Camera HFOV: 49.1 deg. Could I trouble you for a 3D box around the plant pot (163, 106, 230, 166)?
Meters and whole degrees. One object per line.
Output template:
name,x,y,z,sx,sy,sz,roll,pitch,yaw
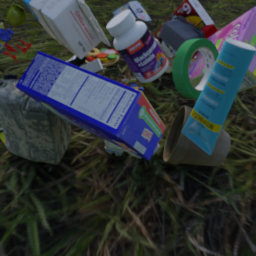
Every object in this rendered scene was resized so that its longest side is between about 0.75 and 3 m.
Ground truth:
plant pot,2.250,0.450,9.070,1.685,1.942,1.942,19,37,-3

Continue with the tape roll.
tape roll,1.738,-1.472,7.034,1.466,1.466,0.352,-26,25,-31

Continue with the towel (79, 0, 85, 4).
towel,-1.761,-4.475,10.590,0.266,1.651,1.577,-8,68,-2

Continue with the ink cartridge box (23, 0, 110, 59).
ink cartridge box,-2.049,-3.457,9.220,1.008,1.724,2.973,-45,52,-6

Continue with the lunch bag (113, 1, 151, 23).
lunch bag,0.157,-4.520,11.512,1.259,0.801,1.068,-31,84,-5

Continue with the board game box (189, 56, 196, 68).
board game box,4.086,-3.948,15.833,2.064,0.585,1.706,-25,45,-30

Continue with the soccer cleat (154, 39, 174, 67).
soccer cleat,1.484,-3.119,11.433,1.798,0.623,0.697,27,39,-31

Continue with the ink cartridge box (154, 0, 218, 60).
ink cartridge box,2.138,-3.460,10.310,0.766,1.827,1.604,-26,80,-46

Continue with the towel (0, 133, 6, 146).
towel,-4.499,0.384,10.392,0.387,0.081,0.898,-24,42,-30

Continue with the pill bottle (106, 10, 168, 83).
pill bottle,0.256,-2.322,8.035,1.067,1.916,1.067,-28,34,21

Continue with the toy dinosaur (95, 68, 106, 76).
toy dinosaur,-1.798,-2.493,13.937,2.135,0.507,0.941,-26,28,-32

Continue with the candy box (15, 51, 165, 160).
candy box,-0.756,-0.441,6.750,2.861,2.419,1.102,26,82,23

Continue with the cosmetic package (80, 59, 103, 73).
cosmetic package,-1.864,-3.071,14.303,1.022,0.576,0.414,-21,13,14

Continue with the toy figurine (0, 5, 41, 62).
toy figurine,-3.954,-2.696,8.994,2.220,1.171,1.330,-30,26,42

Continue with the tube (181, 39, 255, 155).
tube,1.781,-0.594,5.672,0.575,2.282,0.883,-7,37,-33

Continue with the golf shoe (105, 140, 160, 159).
golf shoe,0.155,0.483,9.555,1.927,0.937,0.754,2,34,1

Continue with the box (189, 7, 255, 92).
box,3.058,-2.094,8.488,1.122,2.321,2.042,36,69,-16

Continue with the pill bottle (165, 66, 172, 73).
pill bottle,1.836,-3.727,14.864,2.459,1.377,1.377,23,42,27

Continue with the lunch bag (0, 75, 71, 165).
lunch bag,-3.156,-0.287,9.148,2.192,2.613,1.821,6,37,4

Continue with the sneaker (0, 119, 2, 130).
sneaker,-4.855,-0.609,11.024,0.696,0.803,1.811,25,53,29

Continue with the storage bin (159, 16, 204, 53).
storage bin,1.754,-3.118,9.391,0.887,0.961,1.320,-27,65,-40

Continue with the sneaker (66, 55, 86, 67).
sneaker,-2.822,-3.260,14.919,1.829,0.668,1.023,-31,50,-24

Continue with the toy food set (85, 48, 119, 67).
toy food set,-1.534,-4.111,16.101,2.081,0.511,2.102,-7,37,-10

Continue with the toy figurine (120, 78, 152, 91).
toy figurine,0.392,-1.701,12.972,1.544,0.814,0.925,-4,65,-2

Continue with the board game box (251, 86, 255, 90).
board game box,4.325,-2.033,9.688,0.872,0.529,1.093,36,67,5

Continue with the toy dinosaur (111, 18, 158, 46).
toy dinosaur,0.078,-3.509,10.608,0.986,2.561,1.310,-13,78,-34
